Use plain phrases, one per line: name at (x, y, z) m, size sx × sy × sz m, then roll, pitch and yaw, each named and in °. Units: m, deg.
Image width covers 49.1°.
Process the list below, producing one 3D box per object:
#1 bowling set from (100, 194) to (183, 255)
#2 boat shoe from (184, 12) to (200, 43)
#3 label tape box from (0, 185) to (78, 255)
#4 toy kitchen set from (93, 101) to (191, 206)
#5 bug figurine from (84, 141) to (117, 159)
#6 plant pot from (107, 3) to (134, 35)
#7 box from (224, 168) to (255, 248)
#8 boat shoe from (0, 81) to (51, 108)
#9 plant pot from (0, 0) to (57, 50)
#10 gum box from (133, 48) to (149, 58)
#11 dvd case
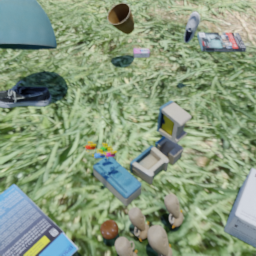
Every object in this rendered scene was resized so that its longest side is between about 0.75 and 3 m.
bowling set at (0.299, 2.855, 7.191) m, size 1.784 × 1.376 × 2.564 m, roll 8°, pitch 46°, yaw 33°
boat shoe at (2.238, -3.565, 10.041) m, size 0.406 × 1.128 × 0.386 m, roll 28°, pitch 54°, yaw 7°
label tape box at (-2.822, 3.000, 7.118) m, size 2.676 × 0.885 × 1.917 m, roll 33°, pitch 56°, yaw 25°
toy kitchen set at (0.362, 0.556, 8.519) m, size 2.657 × 2.128 × 1.565 m, roll -36°, pitch 57°, yaw -29°
bug figurine at (-0.760, 0.648, 7.743) m, size 0.774 × 0.257 × 0.998 m, roll 3°, pitch 14°, yaw -29°
plant pot at (-0.185, -4.544, 12.008) m, size 1.041 × 1.118 × 1.041 m, roll -8°, pitch 69°, yaw 21°
box at (3.787, 2.319, 7.560) m, size 1.702 × 1.118 × 1.711 m, roll 24°, pitch 52°, yaw 21°
boat shoe at (-4.335, -1.335, 11.182) m, size 2.401 × 0.820 × 0.887 m, roll 4°, pitch 47°, yaw 4°
plant pot at (-3.864, -3.732, 10.029) m, size 2.472 × 1.665 × 2.472 m, roll 0°, pitch 11°, yaw 0°
gum box at (0.671, -3.690, 13.767) m, size 0.795 × 0.263 × 0.451 m, roll -2°, pitch 47°, yaw -1°
dvd case at (4.801, -4.460, 14.510) m, size 2.198 × 0.242 × 1.605 m, roll 1°, pitch 47°, yaw 0°
